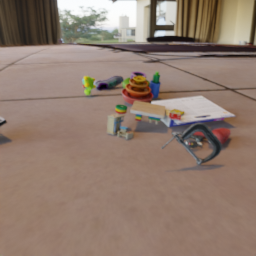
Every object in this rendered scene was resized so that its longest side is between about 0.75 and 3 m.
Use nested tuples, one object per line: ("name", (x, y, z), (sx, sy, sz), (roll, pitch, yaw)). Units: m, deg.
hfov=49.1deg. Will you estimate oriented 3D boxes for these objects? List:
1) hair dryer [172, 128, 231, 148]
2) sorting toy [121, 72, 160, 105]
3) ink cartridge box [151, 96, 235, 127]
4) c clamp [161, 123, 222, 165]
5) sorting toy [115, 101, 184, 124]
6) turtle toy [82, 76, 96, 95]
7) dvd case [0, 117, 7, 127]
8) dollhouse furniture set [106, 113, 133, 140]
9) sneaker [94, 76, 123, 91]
("hair dryer", (2.253, 0.175, 8.188), (1.714, 0.466, 1.306), (-1, 18, -10))
("sorting toy", (0.601, -2.026, 12.478), (1.693, 1.157, 2.818), (7, 30, -3))
("ink cartridge box", (2.208, -0.512, 9.973), (2.173, 0.479, 2.213), (-7, 27, -15))
("c clamp", (1.575, 0.435, 6.658), (1.288, 1.100, 0.174), (40, 10, -21))
("sorting toy", (0.733, -0.481, 9.301), (2.249, 0.380, 1.084), (10, 23, 5))
("turtle toy", (-1.869, -1.975, 13.035), (0.460, 0.910, 0.663), (-11, -8, 36))
("dvd case", (-4.237, 0.002, 8.087), (0.894, 0.147, 1.190), (20, 47, 40))
("dollhouse furniture set", (-0.168, -0.066, 8.662), (0.803, 0.566, 0.563), (17, 21, 33))
("sneaker", (-0.938, -2.239, 14.574), (1.637, 0.609, 0.717), (-17, 35, -14))
